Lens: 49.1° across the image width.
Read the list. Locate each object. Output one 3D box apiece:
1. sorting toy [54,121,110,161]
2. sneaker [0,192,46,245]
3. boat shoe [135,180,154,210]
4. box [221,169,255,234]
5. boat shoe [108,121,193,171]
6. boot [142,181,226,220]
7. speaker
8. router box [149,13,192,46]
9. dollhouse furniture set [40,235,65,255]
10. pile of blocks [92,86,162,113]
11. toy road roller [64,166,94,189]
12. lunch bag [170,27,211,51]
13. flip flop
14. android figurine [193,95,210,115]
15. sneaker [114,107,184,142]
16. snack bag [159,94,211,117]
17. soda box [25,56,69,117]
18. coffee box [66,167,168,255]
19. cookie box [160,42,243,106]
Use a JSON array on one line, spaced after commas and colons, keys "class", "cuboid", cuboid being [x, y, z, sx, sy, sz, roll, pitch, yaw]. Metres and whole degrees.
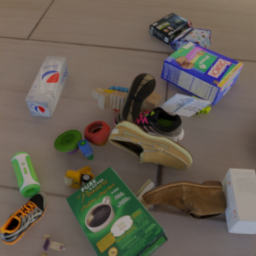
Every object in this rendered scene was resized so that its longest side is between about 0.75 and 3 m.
[{"class": "sorting toy", "cuboid": [-1.531, 0.569, 10.047, 2.066, 0.848, 1.241, -21, 38, -1]}, {"class": "sneaker", "cuboid": [-3.099, 2.637, 8.392, 0.679, 0.670, 1.734, 21, 53, 18]}, {"class": "boat shoe", "cuboid": [0.369, 2.381, 8.679, 0.568, 0.621, 1.662, 34, 63, 14]}, {"class": "box", "cuboid": [3.441, 2.213, 8.484, 0.804, 1.026, 1.649, 3, 52, 2]}, {"class": "boat shoe", "cuboid": [0.687, 0.823, 9.492, 2.909, 1.043, 1.108, 23, 45, 16]}, {"class": "boot", "cuboid": [1.752, 2.196, 8.384, 2.692, 0.991, 1.016, 1, 58, -16]}, {"class": "speaker", "cuboid": [-3.393, 1.523, 9.247, 0.661, 0.661, 1.494, -22, 54, -16]}, {"class": "router box", "cuboid": [2.200, -5.179, 14.592, 1.824, 0.567, 1.367, -36, 60, -25]}, {"class": "dollhouse furniture set", "cuboid": [-2.242, 3.632, 7.993, 0.625, 0.698, 0.881, 30, 75, -27]}, {"class": "pile of blocks", "cuboid": [-0.059, -1.067, 11.270, 2.737, 0.851, 1.124, 8, 40, -3]}, {"class": "toy road roller", "cuboid": [-1.590, 1.605, 9.284, 0.936, 0.575, 0.683, 12, 40, 3]}, {"class": "lunch bag", "cuboid": [3.024, -4.226, 13.631, 1.572, 0.973, 1.336, 23, 54, 33]}, {"class": "flip flop", "cuboid": [0.315, -1.101, 10.475, 0.883, 0.627, 2.177, 27, 76, -11]}, {"class": "android figurine", "cuboid": [2.818, -0.956, 11.387, 1.089, 0.246, 1.196, 28, 43, 18]}, {"class": "sneaker", "cuboid": [0.783, -0.277, 10.351, 2.672, 1.169, 0.986, 12, 53, 9]}, {"class": "snack bag", "cuboid": [2.031, -0.804, 10.373, 1.508, 1.422, 0.161, 10, 68, -23]}, {"class": "soda box", "cuboid": [-3.299, -1.784, 11.688, 0.877, 0.944, 2.766, 6, 51, 4]}, {"class": "coffee box", "cuboid": [-0.417, 2.524, 7.869, 1.759, 0.629, 2.861, -37, 44, -12]}, {"class": "cookie box", "cuboid": [3.147, -2.431, 12.025, 2.652, 0.997, 2.269, 32, 52, 22]}]
